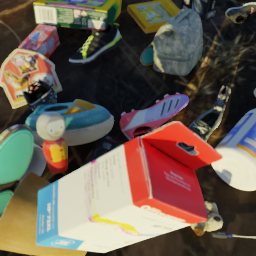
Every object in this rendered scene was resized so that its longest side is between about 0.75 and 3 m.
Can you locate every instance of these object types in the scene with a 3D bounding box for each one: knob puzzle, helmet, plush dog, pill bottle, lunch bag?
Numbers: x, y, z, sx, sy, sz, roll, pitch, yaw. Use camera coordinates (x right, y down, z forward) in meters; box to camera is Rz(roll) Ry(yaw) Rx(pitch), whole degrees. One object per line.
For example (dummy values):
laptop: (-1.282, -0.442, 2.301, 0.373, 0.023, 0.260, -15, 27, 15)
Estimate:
knob puzzle: (-3.296, -1.793, 9.137, 2.085, 0.289, 2.085, 3, 74, -11)
helmet: (-2.624, -0.896, 8.496, 0.978, 0.978, 0.932, -38, 81, -25)
plush dog: (1.794, 2.185, 6.511, 0.686, 0.641, 0.799, -14, 24, 7)
pill bottle: (3.374, 0.349, 7.304, 1.359, 1.359, 2.426, 37, 61, 25)
lunch bag: (1.681, -2.880, 9.268, 1.343, 1.617, 1.928, 19, 44, 24)

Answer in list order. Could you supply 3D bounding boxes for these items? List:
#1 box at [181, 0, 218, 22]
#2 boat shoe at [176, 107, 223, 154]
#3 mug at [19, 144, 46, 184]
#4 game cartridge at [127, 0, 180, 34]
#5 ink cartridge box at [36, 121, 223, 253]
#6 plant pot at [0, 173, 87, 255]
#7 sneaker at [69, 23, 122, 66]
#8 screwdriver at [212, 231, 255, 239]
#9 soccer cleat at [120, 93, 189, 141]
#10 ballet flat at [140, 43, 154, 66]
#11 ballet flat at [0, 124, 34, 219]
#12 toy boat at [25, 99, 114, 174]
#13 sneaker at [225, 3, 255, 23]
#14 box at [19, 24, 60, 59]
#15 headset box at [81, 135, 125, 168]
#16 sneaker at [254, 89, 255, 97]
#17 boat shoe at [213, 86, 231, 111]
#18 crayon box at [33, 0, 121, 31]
box: (3.027, -5.418, 11.803, 0.622, 1.183, 1.444, -32, 60, -22)
boat shoe: (2.016, 0.031, 7.966, 0.705, 0.693, 1.955, 33, 60, 23)
mug: (-3.048, 0.924, 7.120, 1.333, 1.122, 1.520, 21, 80, 31)
game cartridge: (1.251, -4.752, 11.747, 2.043, 0.331, 1.801, -19, 57, -17)
ink cartridge box: (0.073, 1.192, 4.711, 2.957, 1.718, 0.994, -30, 50, 28)
plant pot: (-1.616, 2.043, 6.023, 1.765, 1.645, 1.645, 21, 55, -2)
sneaker: (-1.223, -3.009, 9.830, 2.174, 0.900, 0.779, -34, 38, -14)
screwdriver: (2.494, 2.495, 6.425, 1.130, 0.158, 0.164, 6, 25, 8)
soccer cleat: (0.847, -0.319, 8.249, 2.251, 0.751, 0.861, -20, 65, -11)
ballet flat: (0.887, -2.724, 10.082, 0.571, 0.524, 1.663, 44, 62, -11)
ballet flat: (-2.845, 1.074, 6.073, 1.042, 2.898, 1.042, 18, 20, -7)
toy boat: (-1.591, -0.090, 7.061, 2.413, 1.334, 2.870, -5, 20, 0)
sneaker: (4.930, -4.790, 11.783, 1.449, 0.512, 0.719, -14, 56, -4)
box: (-3.219, -3.041, 10.266, 0.719, 0.750, 1.505, 15, 55, 11)
headset box: (-0.459, 1.183, 7.027, 1.278, 0.645, 1.720, 22, 58, 21)
sneaker: (5.351, -1.418, 8.759, 2.409, 1.195, 0.852, 0, 51, -2)
boat shoe: (2.827, -0.861, 8.551, 0.347, 0.431, 0.930, 21, 92, 29)
crayon box: (-1.907, -4.761, 11.220, 2.806, 0.818, 2.421, 10, 38, 7)
